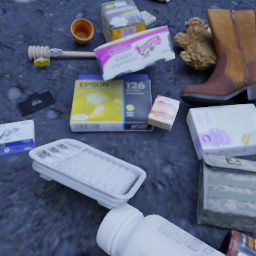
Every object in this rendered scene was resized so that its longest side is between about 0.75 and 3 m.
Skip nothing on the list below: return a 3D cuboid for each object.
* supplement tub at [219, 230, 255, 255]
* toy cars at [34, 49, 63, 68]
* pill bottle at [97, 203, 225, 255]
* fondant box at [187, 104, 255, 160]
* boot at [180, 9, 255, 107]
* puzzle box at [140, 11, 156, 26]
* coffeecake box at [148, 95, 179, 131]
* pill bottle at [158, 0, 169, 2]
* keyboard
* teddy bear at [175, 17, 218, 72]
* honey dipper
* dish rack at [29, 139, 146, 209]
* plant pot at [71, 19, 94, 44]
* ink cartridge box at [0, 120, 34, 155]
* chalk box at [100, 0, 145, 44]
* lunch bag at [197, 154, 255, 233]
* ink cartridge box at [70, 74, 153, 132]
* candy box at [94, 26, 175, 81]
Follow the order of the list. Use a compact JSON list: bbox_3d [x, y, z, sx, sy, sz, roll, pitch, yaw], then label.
[{"bbox_3d":[2.715,2.806,5.506,1.745,0.933,0.933,22,58,15],"label":"supplement tub"},{"bbox_3d":[-2.621,-2.320,9.142,1.045,0.469,0.231,-33,62,8],"label":"toy cars"},{"bbox_3d":[0.583,2.462,5.370,2.331,1.333,1.333,24,57,31],"label":"pill bottle"},{"bbox_3d":[2.690,0.079,7.639,1.867,0.544,1.347,-6,55,-4],"label":"fondant box"},{"bbox_3d":[2.663,-2.145,8.136,2.739,0.996,2.909,-6,84,-6],"label":"boot"},{"bbox_3d":[0.507,-4.198,10.916,0.989,0.126,0.658,-37,62,-23],"label":"puzzle box"},{"bbox_3d":[0.962,-0.417,7.575,0.635,0.302,0.827,18,58,11],"label":"coffeecake box"},{"bbox_3d":[1.238,-5.648,11.645,1.077,0.608,0.608,29,60,17],"label":"pill bottle"},{"bbox_3d":[-2.814,-0.803,8.533,1.085,0.139,0.651,-27,65,-18],"label":"keyboard"},{"bbox_3d":[2.533,-2.841,9.602,1.955,0.900,2.696,5,50,-14],"label":"teddy bear"},{"bbox_3d":[-2.034,-2.543,9.563,2.584,0.491,0.491,-1,55,-3],"label":"honey dipper"},{"bbox_3d":[-0.867,1.008,6.370,2.345,2.013,0.511,21,102,12],"label":"dish rack"},{"bbox_3d":[-1.636,-3.317,9.864,0.765,0.700,0.765,2,83,-14],"label":"plant pot"},{"bbox_3d":[-3.081,0.243,7.757,0.920,0.187,0.922,-10,56,-7],"label":"ink cartridge box"},{"bbox_3d":[-0.257,-3.650,9.891,1.206,1.200,1.939,-14,55,-8],"label":"chalk box"},{"bbox_3d":[2.398,1.350,6.489,1.437,1.030,1.752,7,49,8],"label":"lunch bag"},{"bbox_3d":[-0.457,-0.934,8.389,2.292,0.545,2.319,-1,56,-1],"label":"ink cartridge box"},{"bbox_3d":[0.095,-2.183,7.970,1.872,0.838,2.746,-18,18,2],"label":"candy box"}]
